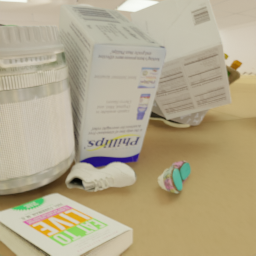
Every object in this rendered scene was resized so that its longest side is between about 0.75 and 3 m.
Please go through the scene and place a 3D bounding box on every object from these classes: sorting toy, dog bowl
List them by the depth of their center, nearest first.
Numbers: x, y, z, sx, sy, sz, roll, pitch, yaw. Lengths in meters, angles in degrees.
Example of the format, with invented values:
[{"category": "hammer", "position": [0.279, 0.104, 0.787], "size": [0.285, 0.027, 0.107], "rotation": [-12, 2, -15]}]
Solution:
[{"category": "dog bowl", "position": [1.663, -0.809, 10.051], "size": [2.393, 0.702, 2.393], "rotation": [18, 16, -5]}, {"category": "sorting toy", "position": [3.301, -2.285, 10.568], "size": [1.852, 0.333, 2.486], "rotation": [33, 0, 5]}]

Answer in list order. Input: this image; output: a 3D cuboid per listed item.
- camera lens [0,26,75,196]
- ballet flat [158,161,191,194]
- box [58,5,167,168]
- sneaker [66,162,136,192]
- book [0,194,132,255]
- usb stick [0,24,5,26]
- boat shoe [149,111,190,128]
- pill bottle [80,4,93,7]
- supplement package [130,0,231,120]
[{"category": "camera lens", "position": [-2.071, -0.362, 4.883], "size": [2.128, 2.660, 2.128], "rotation": [0, 20, 0]}, {"category": "ballet flat", "position": [0.801, 0.891, 5.059], "size": [0.453, 0.440, 1.273], "rotation": [-14, 2, 24]}, {"category": "box", "position": [-0.624, -0.935, 6.123], "size": [1.414, 2.694, 2.478], "rotation": [-4, 37, -25]}, {"category": "sneaker", "position": [-0.485, 0.921, 4.892], "size": [1.280, 0.477, 0.558], "rotation": [-5, 19, 16]}, {"category": "book", "position": [-0.855, 1.292, 3.517], "size": [1.555, 0.374, 1.039], "rotation": [9, 13, 40]}, {"category": "usb stick", "position": [-2.601, -2.297, 7.479], "size": [0.713, 0.419, 2.571], "rotation": [-37, -18, 35]}, {"category": "boat shoe", "position": [1.325, -0.630, 10.468], "size": [0.933, 0.799, 2.549], "rotation": [-9, 15, -30]}, {"category": "pill bottle", "position": [-1.205, -2.129, 7.678], "size": [1.229, 2.176, 1.229], "rotation": [2, 55, -4]}, {"category": "supplement package", "position": [1.420, -1.744, 7.205], "size": [1.866, 1.879, 2.476], "rotation": [-14, -30, 18]}]
